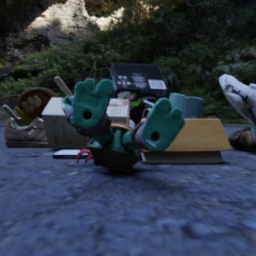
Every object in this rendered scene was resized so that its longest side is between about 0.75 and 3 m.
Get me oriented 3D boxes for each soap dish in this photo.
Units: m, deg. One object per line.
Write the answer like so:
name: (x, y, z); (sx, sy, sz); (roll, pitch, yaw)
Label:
soap dish: (1.122, 0.214, 6.692); (1.859, 0.960, 2.363); (0, 2, -1)

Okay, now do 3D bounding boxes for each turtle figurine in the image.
turtle figurine: (-0.127, 0.034, 4.807); (2.134, 1.435, 2.850); (0, -7, -5)

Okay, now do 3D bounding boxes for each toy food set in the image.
toy food set: (-3.481, -0.709, 11.327); (2.860, 1.974, 0.574); (-27, 35, 12)

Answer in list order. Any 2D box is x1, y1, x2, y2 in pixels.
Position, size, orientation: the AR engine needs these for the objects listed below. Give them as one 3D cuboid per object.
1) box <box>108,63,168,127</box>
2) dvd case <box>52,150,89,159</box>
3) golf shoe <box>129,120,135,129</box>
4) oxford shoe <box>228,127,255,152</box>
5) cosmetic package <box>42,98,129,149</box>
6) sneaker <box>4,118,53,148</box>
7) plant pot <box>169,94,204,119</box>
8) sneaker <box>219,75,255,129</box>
box: (0.195, -1.039, 11.858); (2.110, 2.841, 1.766); (1, 46, -13)
dvd case: (-1.202, 0.636, 6.695); (1.013, 0.125, 0.761); (-1, 2, 3)
golf shoe: (-0.984, 0.071, 10.150); (2.552, 0.927, 1.175); (-6, -12, -6)
oxford shoe: (3.285, 0.417, 7.932); (0.795, 0.684, 1.883); (-19, -2, 11)
cosmetic package: (-1.162, -0.137, 8.321); (2.383, 1.232, 1.040); (3, 35, 3)
sneaker: (-2.721, 0.139, 9.180); (2.562, 0.968, 0.902); (-1, 2, -11)
plant pot: (1.999, -0.363, 10.277); (1.656, 1.622, 1.656); (10, 7, -1)
sneaker: (3.928, -0.805, 7.765); (1.614, 2.808, 1.055); (-40, -30, 10)
